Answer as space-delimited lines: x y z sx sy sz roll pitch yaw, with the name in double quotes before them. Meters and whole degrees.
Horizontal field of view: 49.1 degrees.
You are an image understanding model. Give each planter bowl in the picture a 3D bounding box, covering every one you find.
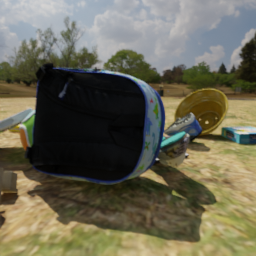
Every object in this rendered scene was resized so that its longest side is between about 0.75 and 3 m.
"planter bowl" 3.392 -0.475 12.585 2.476 2.476 1.031 8 -28 43

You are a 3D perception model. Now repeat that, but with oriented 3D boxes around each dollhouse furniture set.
"dollhouse furniture set" -3.057 1.224 5.181 1.551 0.862 1.371 -1 -16 -3

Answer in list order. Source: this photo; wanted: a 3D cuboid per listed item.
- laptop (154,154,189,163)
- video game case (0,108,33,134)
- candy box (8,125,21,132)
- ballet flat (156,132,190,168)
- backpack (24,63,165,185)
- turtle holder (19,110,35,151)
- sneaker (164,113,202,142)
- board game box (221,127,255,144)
"laptop" 0.496 0.259 8.916 1.993 1.233 2.128 -6 11 -32
"video game case" -4.299 0.068 9.128 2.377 0.305 2.614 -28 9 -21
"candy box" -4.893 -0.108 14.267 1.172 0.303 2.293 -1 8 11
"ballet flat" 1.033 0.579 7.103 0.858 0.858 2.385 -2 -3 -15
"backpack" -0.583 -0.048 6.504 2.803 2.565 2.060 7 -1 27
"turtle holder" -2.116 -0.040 8.176 1.636 2.304 1.751 -2 -39 35
"sneaker" 2.159 0.170 11.087 0.890 1.010 2.267 -41 3 -14
"board game box" 4.791 0.270 11.479 1.326 0.412 1.757 -1 9 -4
